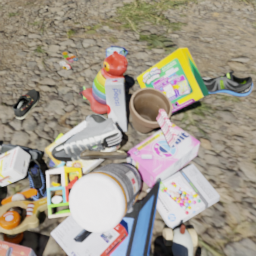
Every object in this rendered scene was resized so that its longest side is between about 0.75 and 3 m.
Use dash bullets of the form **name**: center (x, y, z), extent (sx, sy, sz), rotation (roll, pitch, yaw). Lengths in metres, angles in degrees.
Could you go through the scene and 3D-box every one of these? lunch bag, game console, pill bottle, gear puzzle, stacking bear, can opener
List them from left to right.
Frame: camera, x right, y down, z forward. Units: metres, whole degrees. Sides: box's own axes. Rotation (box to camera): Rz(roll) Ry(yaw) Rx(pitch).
- **can opener**: center (-4.823, 1.025, 11.310), extent (2.605, 0.866, 0.686), rotation (8, 3, 7)
- **gear puzzle**: center (-3.513, -4.279, 16.751), extent (0.679, 0.172, 1.311), rotation (-28, 52, -25)
- **stacking bear**: center (-0.843, -2.153, 12.702), extent (1.505, 2.646, 1.607), rotation (-8, 52, -36)
- **pill bottle**: center (-0.521, 1.913, 8.432), extent (1.569, 1.569, 2.696), rotation (15, 6, 15)
- **lunch bag**: center (-0.665, -4.465, 16.614), extent (0.958, 0.718, 1.127), rotation (14, 32, 18)
- **game console**: center (-0.297, 3.073, 8.189), extent (2.409, 1.670, 2.823), rotation (-1, 43, 19)

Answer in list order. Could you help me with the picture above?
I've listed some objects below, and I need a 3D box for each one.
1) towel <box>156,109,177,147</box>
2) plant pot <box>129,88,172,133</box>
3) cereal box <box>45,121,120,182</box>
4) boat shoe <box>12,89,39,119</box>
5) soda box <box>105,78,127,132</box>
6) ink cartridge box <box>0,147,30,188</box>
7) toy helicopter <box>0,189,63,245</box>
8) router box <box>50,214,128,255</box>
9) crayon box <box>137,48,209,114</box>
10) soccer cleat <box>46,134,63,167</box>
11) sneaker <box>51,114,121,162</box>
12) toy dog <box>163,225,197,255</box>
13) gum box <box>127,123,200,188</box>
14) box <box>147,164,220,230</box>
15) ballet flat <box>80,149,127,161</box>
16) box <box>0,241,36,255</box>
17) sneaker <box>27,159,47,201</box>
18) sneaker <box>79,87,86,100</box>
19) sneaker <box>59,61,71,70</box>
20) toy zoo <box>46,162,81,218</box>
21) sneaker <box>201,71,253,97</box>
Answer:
- **towel**: center (1.286, 0.022, 9.522), extent (0.176, 0.859, 1.175), rotation (-19, 70, -10)
- **plant pot**: center (0.772, -0.555, 11.529), extent (1.711, 1.493, 1.711), rotation (6, 60, -10)
- **cereal box**: center (-1.729, 0.785, 10.906), extent (2.392, 0.473, 1.721), rotation (-37, 70, -22)
- **boat shoe**: center (-4.903, -1.280, 13.534), extent (0.716, 0.613, 1.958), rotation (7, 45, 10)
- **soda box**: center (-0.489, -0.931, 11.935), extent (0.775, 2.269, 0.720), rotation (-2, 31, 3)
- **ink cartridge box**: center (-4.494, 1.493, 10.372), extent (1.484, 0.619, 1.077), rotation (-23, 42, 16)
- **toy helicopter**: center (-3.300, 2.694, 9.613), extent (2.506, 0.989, 1.657), rotation (-18, 38, -31)
- **router box**: center (-1.213, 3.319, 8.693), extent (1.659, 0.451, 1.848), rotation (-41, 45, -25)
- **crayon box**: center (1.865, -1.825, 12.130), extent (0.744, 2.554, 2.203), rotation (-18, 83, -49)
- **soccer cleat**: center (-2.838, 0.934, 11.414), extent (0.637, 0.492, 1.522), rotation (23, 53, -17)
- **sneaker**: center (-1.644, 0.264, 10.444), extent (2.588, 0.971, 1.495), rotation (-16, 53, -10)
- **toy dog**: center (1.715, 3.773, 8.252), extent (1.423, 1.039, 2.158), rotation (-18, 47, -16)
- **gum box**: center (1.438, 1.005, 11.073), extent (2.671, 0.883, 1.516), rotation (-32, 54, -27)
- **box**: center (1.902, 2.370, 9.845), extent (2.007, 0.413, 1.565), rotation (-28, 51, -9)
- **ballet flat**: center (-0.842, 0.881, 9.513), extent (1.639, 0.552, 0.380), rotation (-4, 66, 13)
- **box**: center (-3.644, 4.303, 7.747), extent (1.477, 1.031, 1.939), rotation (10, 46, 9)
- **sneaker**: center (-3.395, 1.925, 10.324), extent (0.608, 0.675, 1.734), rotation (-18, 48, -18)
- **sneaker**: center (-2.289, -1.713, 14.179), extent (0.387, 0.354, 0.924), rotation (-18, 41, 2)
- **sneaker**: center (-3.642, -3.528, 15.925), extent (0.796, 0.310, 0.327), rotation (31, 54, 27)
- **toy zoo**: center (-2.209, 2.109, 9.776), extent (1.220, 0.190, 1.860), rotation (-3, 74, -16)
- **sneaker**: center (4.788, -2.355, 14.140), extent (2.915, 1.208, 1.033), rotation (7, 44, 6)
